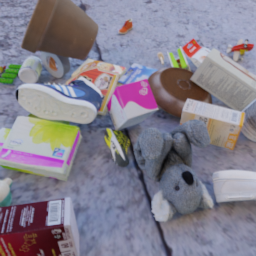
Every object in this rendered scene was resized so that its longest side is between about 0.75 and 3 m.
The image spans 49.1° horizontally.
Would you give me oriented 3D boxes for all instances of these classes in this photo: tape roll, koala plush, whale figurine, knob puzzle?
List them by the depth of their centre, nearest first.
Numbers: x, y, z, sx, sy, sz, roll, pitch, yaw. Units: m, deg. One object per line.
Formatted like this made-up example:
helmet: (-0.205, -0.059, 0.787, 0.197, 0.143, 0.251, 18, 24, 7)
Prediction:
whale figurine: (-3.708, 1.834, 7.514, 1.315, 0.857, 1.653, -28, 27, -23)
koala plush: (1.269, 1.260, 7.524, 1.995, 2.068, 2.250, -12, 67, -21)
knob puzzle: (-1.496, -1.505, 10.496, 2.180, 0.302, 2.180, -4, 70, 11)
tape roll: (-3.021, -2.757, 11.660, 1.305, 1.305, 0.431, 26, 50, 24)

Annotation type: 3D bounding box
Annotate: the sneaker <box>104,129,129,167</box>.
sneaker: (-0.221, 0.537, 8.762, 0.702, 0.618, 1.659, -6, 41, -22)

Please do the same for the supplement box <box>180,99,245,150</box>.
supplement box: (2.650, -0.107, 9.080, 1.845, 1.163, 0.678, 16, 48, 16)

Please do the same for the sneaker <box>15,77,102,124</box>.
sneaker: (-2.137, -1.110, 9.308, 2.587, 1.042, 1.894, 15, 33, -6)

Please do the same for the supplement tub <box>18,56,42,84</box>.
supplement tub: (-4.044, -2.424, 11.697, 0.783, 0.783, 1.080, 1, 44, 1)

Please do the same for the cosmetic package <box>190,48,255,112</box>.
cosmetic package: (3.604, -1.706, 10.185, 2.271, 1.174, 0.991, 38, 45, 6)

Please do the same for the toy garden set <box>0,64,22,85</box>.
toy garden set: (-5.225, -2.259, 11.932, 1.071, 0.256, 1.285, 5, 45, 3)

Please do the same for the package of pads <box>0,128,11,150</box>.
package of pads: (-4.023, 0.420, 9.157, 0.689, 0.304, 0.892, 11, 45, 9)

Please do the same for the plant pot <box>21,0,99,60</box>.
plant pot: (-2.426, -3.690, 10.447, 2.288, 2.624, 2.624, 22, 39, -24)

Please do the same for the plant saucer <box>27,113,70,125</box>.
plant saucer: (-2.742, -0.018, 9.428, 1.612, 0.250, 1.612, -1, 59, 2)

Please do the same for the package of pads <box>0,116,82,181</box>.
package of pads: (-2.634, 0.555, 8.509, 2.152, 0.734, 1.663, 10, 59, 8)

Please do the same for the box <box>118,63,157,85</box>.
box: (1.082, -1.636, 11.007, 2.613, 0.623, 1.594, 19, 48, 19)

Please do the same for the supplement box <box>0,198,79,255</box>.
supplement box: (-2.485, 2.458, 6.225, 2.615, 1.423, 0.796, -7, 36, -6)

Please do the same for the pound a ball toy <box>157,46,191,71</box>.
pound a ball toy: (2.011, -2.798, 12.274, 1.114, 0.726, 1.708, -22, 43, 14)

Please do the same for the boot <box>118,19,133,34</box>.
boot: (-0.148, -5.386, 14.859, 0.414, 0.592, 1.103, 27, 52, 23)

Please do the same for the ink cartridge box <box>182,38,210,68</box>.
ink cartridge box: (3.182, -3.252, 12.319, 1.472, 0.369, 1.194, 50, 54, -6)

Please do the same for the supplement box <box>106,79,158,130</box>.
supplement box: (0.049, -0.660, 8.855, 1.035, 2.003, 1.013, -18, 85, -14)

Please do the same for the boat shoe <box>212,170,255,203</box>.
boat shoe: (3.679, 1.725, 7.447, 2.824, 1.017, 0.967, 7, 71, -7)

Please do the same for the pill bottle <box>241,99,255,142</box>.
pill bottle: (4.529, -0.574, 8.626, 1.246, 2.203, 1.246, 9, 58, -14)

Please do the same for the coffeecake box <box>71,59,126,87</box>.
coffeecake box: (-1.161, -2.054, 11.420, 1.770, 0.647, 1.359, 17, 47, 17)

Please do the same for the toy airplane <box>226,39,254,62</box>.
toy airplane: (5.152, -3.590, 13.024, 1.103, 0.779, 1.099, -40, 36, 10)

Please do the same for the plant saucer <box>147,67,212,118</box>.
plant saucer: (2.018, -1.476, 10.485, 2.656, 0.486, 2.656, 10, 49, -12)
